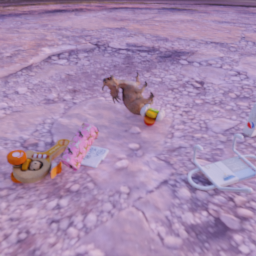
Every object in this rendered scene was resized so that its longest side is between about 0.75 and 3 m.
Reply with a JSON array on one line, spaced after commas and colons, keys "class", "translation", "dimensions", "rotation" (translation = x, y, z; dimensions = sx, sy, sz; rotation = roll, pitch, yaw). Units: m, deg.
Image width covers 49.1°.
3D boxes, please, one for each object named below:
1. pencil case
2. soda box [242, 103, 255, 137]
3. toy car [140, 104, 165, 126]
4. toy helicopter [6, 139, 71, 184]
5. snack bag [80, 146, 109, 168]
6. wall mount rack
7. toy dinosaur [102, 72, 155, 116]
[{"class": "pencil case", "translation": [-1.441, 0.563, 8.433], "dimensions": [0.636, 0.609, 1.470], "rotation": [25, 64, 10]}, {"class": "soda box", "translation": [4.528, -0.304, 9.946], "dimensions": [0.421, 1.238, 0.394], "rotation": [-16, 40, -34]}, {"class": "toy car", "translation": [0.886, -0.425, 10.654], "dimensions": [0.837, 0.717, 0.956], "rotation": [21, 23, 10]}, {"class": "toy helicopter", "translation": [-2.391, 0.930, 8.396], "dimensions": [1.446, 0.863, 2.187], "rotation": [18, 33, 22]}, {"class": "snack bag", "translation": [-1.226, 0.927, 9.068], "dimensions": [0.943, 0.107, 1.001], "rotation": [10, 35, 17]}, {"class": "wall mount rack", "translation": [3.119, 1.144, 7.855], "dimensions": [2.669, 0.995, 2.319], "rotation": [-13, 34, -19]}, {"class": "toy dinosaur", "translation": [0.095, -1.198, 11.300], "dimensions": [1.651, 2.436, 1.046], "rotation": [-31, 10, -1]}]
